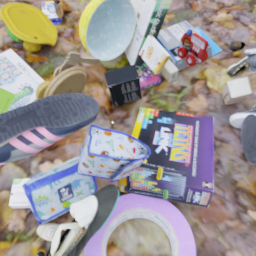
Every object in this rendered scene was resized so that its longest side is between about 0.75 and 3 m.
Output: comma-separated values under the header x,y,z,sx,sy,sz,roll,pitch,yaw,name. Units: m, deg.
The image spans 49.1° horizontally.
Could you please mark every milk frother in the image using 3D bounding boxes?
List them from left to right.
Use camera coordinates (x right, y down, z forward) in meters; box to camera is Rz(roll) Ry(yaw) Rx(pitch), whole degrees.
x,y,z,sx,sy,sz,roll,pitch,yaw,name
4.571,-0.346,8.153,2.295,2.202,2.440,-3,35,-3,milk frother

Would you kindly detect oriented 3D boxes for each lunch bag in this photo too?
x,y,z,sx,sy,sz,roll,pitch,yaw,name
-1.673,1.461,6.866,1.602,1.884,1.201,-24,67,-25,lunch bag
-0.316,0.623,5.900,1.311,1.115,0.812,12,57,-17,lunch bag

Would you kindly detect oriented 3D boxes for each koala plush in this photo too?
x,y,z,sx,sy,sz,roll,pitch,yaw,name
3.583,-1.860,7.244,1.016,0.901,0.934,-8,50,29,koala plush

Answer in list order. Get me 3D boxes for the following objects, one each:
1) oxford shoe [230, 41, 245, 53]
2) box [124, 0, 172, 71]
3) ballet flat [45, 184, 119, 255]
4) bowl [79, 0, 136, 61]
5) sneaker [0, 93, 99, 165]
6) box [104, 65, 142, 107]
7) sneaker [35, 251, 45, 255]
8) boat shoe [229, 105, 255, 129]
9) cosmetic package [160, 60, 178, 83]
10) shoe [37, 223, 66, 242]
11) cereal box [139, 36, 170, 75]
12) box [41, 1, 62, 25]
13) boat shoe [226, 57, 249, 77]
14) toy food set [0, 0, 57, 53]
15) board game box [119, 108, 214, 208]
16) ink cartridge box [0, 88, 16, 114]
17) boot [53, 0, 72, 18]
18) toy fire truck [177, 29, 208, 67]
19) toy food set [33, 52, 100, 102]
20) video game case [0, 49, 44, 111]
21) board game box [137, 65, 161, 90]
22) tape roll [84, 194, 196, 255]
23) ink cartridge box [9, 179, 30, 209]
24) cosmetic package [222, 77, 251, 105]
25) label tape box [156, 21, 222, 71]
x,y,z,sx,sy,sz,roll,pitch,yaw,name
3.113,-2.283,7.882,0.364,0.314,0.863,7,20,27,oxford shoe
0.526,-3.651,9.159,0.527,2.898,2.092,2,43,-21,box
-0.955,1.955,5.578,2.043,0.699,0.694,-57,37,-1,ballet flat
-0.813,-3.217,8.721,1.984,1.984,1.068,-38,55,-19,bowl
-1.743,0.063,5.561,2.469,1.013,0.866,-17,57,-10,sneaker
-0.130,-1.268,8.656,0.954,1.351,0.533,-18,68,-2,box
-1.603,3.586,6.616,0.705,0.610,1.611,-26,71,-23,sneaker
4.132,-0.399,8.767,2.032,0.729,0.689,-1,60,-3,boat shoe
1.336,-2.131,9.882,0.355,0.503,0.972,-27,63,-14,cosmetic package
-1.732,2.714,7.180,1.305,0.348,0.456,11,61,6,shoe
0.768,-2.178,8.381,0.192,0.700,0.973,-14,58,-40,cereal box
-3.143,-4.748,11.530,0.753,0.262,1.266,-10,59,-6,box
4.043,-2.183,9.989,1.118,0.399,0.337,-31,66,-8,boat shoe
-3.931,-3.840,10.721,1.750,0.971,2.974,-16,60,-37,toy food set
1.137,0.644,7.596,2.234,0.766,2.703,7,42,10,board game box
-4.591,-0.671,7.167,2.593,0.982,1.916,25,85,-7,ink cartridge box
-2.627,-4.826,11.428,0.375,0.760,0.979,-31,73,31,boot
1.949,-2.442,8.375,0.602,0.901,1.073,-25,54,-17,toy fire truck
-1.888,-1.179,8.023,0.488,2.432,1.679,43,24,15,toy food set
-4.147,-1.136,9.005,2.476,0.322,2.720,43,61,11,video game case
0.220,-1.722,9.800,1.620,0.262,0.972,-20,68,-11,board game box
0.271,2.936,6.763,2.559,0.839,2.559,0,60,0,tape roll
-2.904,1.809,7.715,0.549,0.317,0.755,-1,61,-1,ink cartridge box
3.356,-1.119,8.749,0.622,1.203,0.525,-13,81,10,cosmetic package
2.207,-3.152,10.348,2.182,0.721,1.563,-27,63,-13,label tape box
